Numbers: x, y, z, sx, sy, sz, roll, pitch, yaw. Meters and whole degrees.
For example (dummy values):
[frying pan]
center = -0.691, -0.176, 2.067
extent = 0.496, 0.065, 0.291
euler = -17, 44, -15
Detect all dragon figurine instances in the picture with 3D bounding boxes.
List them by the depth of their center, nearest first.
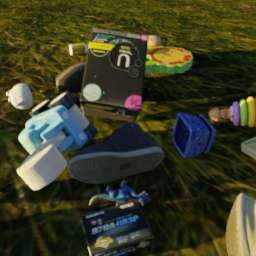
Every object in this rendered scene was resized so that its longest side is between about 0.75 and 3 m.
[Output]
[dragon figurine]
center = -0.179, 1.492, 5.908
extent = 1.242, 0.366, 0.618
euler = -13, 37, -17

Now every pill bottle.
[pill bottle]
center = -2.295, -3.716, 13.192
extent = 0.879, 0.480, 0.480
euler = -13, 37, -18

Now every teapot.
[teapot]
center = -3.508, -0.977, 8.985
extent = 0.655, 0.897, 0.886
euler = -18, 84, -29

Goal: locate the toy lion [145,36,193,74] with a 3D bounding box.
[toy lion]
center = 1.191, -2.863, 11.643
extent = 2.702, 0.928, 2.590
euler = -25, 46, -28

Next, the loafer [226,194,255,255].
[loafer]
center = 2.130, 2.154, 4.631
extent = 0.778, 0.862, 2.279
euler = 8, 45, 8

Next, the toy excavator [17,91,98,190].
[toy excavator]
center = -1.713, 0.356, 6.071
extent = 2.480, 1.274, 2.551
euler = -15, 28, 41

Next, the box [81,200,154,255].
[box]
center = -0.227, 1.948, 5.342
extent = 1.174, 0.270, 0.933
euler = -11, 37, -15

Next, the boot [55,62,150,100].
[boot]
center = -0.830, -1.430, 9.531
extent = 2.827, 1.095, 1.955
euler = -19, 44, -24

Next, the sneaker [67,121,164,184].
[sneaker]
center = -0.427, 0.527, 6.665
extent = 2.357, 0.882, 1.252
euler = -3, 38, -32

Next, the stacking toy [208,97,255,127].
[stacking toy]
center = 3.424, -0.452, 8.259
extent = 2.028, 1.177, 1.113
euler = -2, 33, 17

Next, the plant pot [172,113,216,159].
[plant pot]
center = 1.739, 0.177, 7.369
extent = 0.809, 0.900, 0.900
euler = -3, 34, -16

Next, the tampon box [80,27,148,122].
[tampon box]
center = -0.406, -1.477, 8.144
extent = 1.646, 1.386, 2.196
euler = 7, 75, -4

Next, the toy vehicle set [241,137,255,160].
[toy vehicle set]
center = 4.010, 0.379, 7.056
extent = 1.858, 0.246, 1.154
euler = -21, 25, -10

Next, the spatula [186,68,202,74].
[spatula]
center = 2.043, -2.662, 11.896
extent = 2.471, 0.254, 0.698
euler = 28, 44, 34
